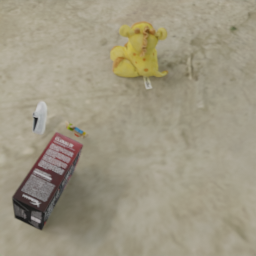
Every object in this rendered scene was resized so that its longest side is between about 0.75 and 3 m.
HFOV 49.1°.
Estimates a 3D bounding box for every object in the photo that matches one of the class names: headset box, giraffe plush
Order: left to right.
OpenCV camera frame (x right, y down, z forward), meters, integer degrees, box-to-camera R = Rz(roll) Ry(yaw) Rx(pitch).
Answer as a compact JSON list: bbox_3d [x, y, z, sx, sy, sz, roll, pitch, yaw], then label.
[{"bbox_3d":[-2.219,1.438,8.064,0.916,1.814,2.441,26,53,-2],"label":"headset box"},{"bbox_3d":[0.494,-3.432,11.907,2.481,2.332,2.875,-20,53,-16],"label":"giraffe plush"}]

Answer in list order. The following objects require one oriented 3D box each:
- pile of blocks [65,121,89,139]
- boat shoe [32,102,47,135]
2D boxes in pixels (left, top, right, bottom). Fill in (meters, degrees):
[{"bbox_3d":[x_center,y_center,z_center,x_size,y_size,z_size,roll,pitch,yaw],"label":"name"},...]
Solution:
[{"bbox_3d":[-1.863,0.117,9.830,0.975,0.400,0.303,30,87,12],"label":"pile of blocks"},{"bbox_3d":[-3.311,-0.389,10.296,0.456,0.434,1.268,-5,76,38],"label":"boat shoe"}]
